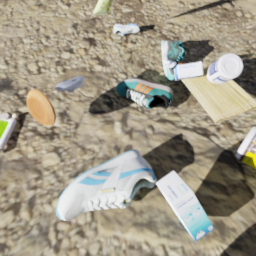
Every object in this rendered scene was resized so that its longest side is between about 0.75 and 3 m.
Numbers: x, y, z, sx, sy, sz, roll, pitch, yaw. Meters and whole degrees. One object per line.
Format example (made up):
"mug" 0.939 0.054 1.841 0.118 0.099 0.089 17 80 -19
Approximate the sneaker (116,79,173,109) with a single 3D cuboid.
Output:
"sneaker" 0.543 -1.162 10.024 2.097 0.748 0.838 9 49 5

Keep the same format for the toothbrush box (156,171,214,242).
"toothbrush box" 1.399 1.928 6.971 0.599 1.405 1.028 -35 24 -2

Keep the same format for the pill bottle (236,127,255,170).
"pill bottle" 4.384 0.931 8.159 2.126 1.161 1.161 32 59 23

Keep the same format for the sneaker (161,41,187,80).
"sneaker" 1.838 -2.785 11.055 0.965 0.821 2.116 -8 55 13

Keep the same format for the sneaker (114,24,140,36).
"sneaker" -0.084 -4.388 12.750 1.217 0.456 0.527 1 58 12

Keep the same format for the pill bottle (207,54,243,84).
"pill bottle" 2.731 -1.656 8.114 0.685 1.233 0.685 0 89 -3

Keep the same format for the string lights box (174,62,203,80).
"string lights box" 1.919 -1.823 9.068 0.729 1.419 0.418 -7 96 6

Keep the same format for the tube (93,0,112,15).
"tube" -0.773 -4.876 10.448 0.502 1.730 0.449 27 55 -11

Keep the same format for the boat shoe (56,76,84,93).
"boat shoe" -1.837 -1.327 9.082 0.431 0.383 1.171 23 37 31

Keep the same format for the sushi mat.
"sushi mat" 2.851 -1.204 9.124 1.390 0.176 2.905 -18 39 -1

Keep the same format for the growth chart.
"growth chart" -5.165 0.187 9.335 2.673 0.237 1.934 -1 51 -2

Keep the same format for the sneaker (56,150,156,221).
"sneaker" -0.568 1.703 7.631 2.870 1.098 1.159 -29 58 -18

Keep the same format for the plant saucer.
"plant saucer" -2.667 -0.565 8.456 1.205 1.205 0.226 32 46 22

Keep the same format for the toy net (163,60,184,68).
"toy net" 1.472 -2.067 9.183 0.636 0.234 1.212 11 16 13
